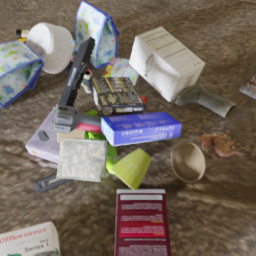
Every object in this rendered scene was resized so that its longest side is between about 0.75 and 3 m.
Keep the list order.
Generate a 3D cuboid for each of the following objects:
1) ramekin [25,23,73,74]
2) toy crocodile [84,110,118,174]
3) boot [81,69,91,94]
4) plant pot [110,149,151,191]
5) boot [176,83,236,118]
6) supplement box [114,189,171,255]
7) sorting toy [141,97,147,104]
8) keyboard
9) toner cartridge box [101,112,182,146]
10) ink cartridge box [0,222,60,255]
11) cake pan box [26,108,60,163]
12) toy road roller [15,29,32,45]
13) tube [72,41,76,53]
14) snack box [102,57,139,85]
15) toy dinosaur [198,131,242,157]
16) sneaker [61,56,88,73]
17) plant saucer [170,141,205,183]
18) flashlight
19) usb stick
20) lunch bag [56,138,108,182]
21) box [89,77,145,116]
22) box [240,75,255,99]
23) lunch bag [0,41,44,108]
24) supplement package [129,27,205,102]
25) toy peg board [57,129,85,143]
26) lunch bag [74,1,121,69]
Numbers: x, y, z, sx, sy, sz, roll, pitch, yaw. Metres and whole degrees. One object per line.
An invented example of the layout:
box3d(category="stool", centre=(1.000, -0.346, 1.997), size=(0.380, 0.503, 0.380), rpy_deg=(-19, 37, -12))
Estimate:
box3d(category="ramekin", centre=(-3.846, -3.843, 13.357), size=(2.296, 2.296, 1.205), rpy_deg=(38, 17, 30))
box3d(category="toy crocodile", centre=(-0.959, 0.513, 10.007), size=(0.756, 0.827, 2.450), rpy_deg=(-25, 78, -40))
box3d(category="boot", centre=(-1.963, -2.367, 13.003), size=(0.496, 1.038, 1.374), rpy_deg=(-19, 50, -16))
box3d(category="plant pot", centre=(0.189, 1.185, 8.501), size=(0.993, 0.993, 1.062), rpy_deg=(38, 83, 30))
box3d(category="boot", centre=(3.352, -1.043, 12.108), size=(1.856, 0.741, 2.041), rpy_deg=(-33, 62, -24))
box3d(category="supplement box", centre=(0.398, 3.165, 7.973), size=(1.528, 0.855, 2.808), rpy_deg=(0, 45, 1))
box3d(category="sorting toy", centre=(-0.055, -0.957, 11.954), size=(1.862, 0.646, 0.641), rpy_deg=(0, 76, -14))
box3d(category="keyboard", centre=(-1.860, -1.821, 10.219), size=(0.384, 1.798, 2.995), rpy_deg=(20, 87, -25))
box3d(category="toner cartridge box", centre=(0.420, -0.006, 9.024), size=(2.346, 0.506, 1.114), rpy_deg=(-6, 25, -22))
box3d(category="ink cartridge box", centre=(-2.619, 3.814, 7.357), size=(1.622, 0.936, 2.220), rpy_deg=(-12, 48, -11))
box3d(category="cake pan box", centre=(-2.266, 0.351, 10.758), size=(2.394, 0.626, 2.205), rpy_deg=(14, 51, 10))
box3d(category="toy road roller", centre=(-5.365, -4.475, 15.155), size=(1.025, 1.218, 1.668), rpy_deg=(-2, 84, -2))
box3d(category="tube", centre=(-2.688, -4.686, 15.572), size=(2.023, 0.510, 0.783), rpy_deg=(-33, 59, -20))
box3d(category="snack box", centre=(-0.304, -2.584, 13.491), size=(1.496, 0.600, 1.773), rpy_deg=(13, 50, 9))
box3d(category="toy dinosaur", centre=(3.378, 0.691, 10.484), size=(1.084, 0.687, 1.600), rpy_deg=(-39, 70, -22))
box3d(category="sneaker", centre=(-3.163, -3.284, 14.048), size=(2.391, 0.839, 0.981), rpy_deg=(11, 33, -3))
box3d(category="plant saucer", centre=(2.040, 1.139, 9.507), size=(0.210, 1.425, 1.425), rpy_deg=(-5, 41, -41))
box3d(category="flashlight", centre=(-1.134, 0.045, 9.451), size=(2.809, 0.954, 0.951), rpy_deg=(10, 54, -24))
box3d(category="usb stick", centre=(-2.389, 1.750, 9.617), size=(1.643, 0.456, 0.268), rpy_deg=(-20, 10, -18))
box3d(category="lunch bag", centre=(-1.362, 1.008, 9.009), size=(1.603, 0.942, 1.314), rpy_deg=(4, 86, 23))
box3d(category="box", centre=(-0.452, -1.222, 10.342), size=(1.610, 0.491, 1.998), rpy_deg=(-3, 40, -21))
box3d(category="box", centre=(6.155, -1.750, 12.877), size=(1.209, 0.382, 1.533), rpy_deg=(-36, 57, -29))
box3d(category="lunch bag", centre=(-5.368, -2.626, 12.594), size=(2.696, 1.718, 2.293), rpy_deg=(-44, 60, -10))
box3d(category="supplement package", centre=(1.659, -2.886, 12.593), size=(1.658, 1.652, 2.827), rpy_deg=(-30, 65, -29))
box3d(category="toy peg board", centre=(-2.013, 0.013, 9.874), size=(0.923, 0.927, 0.454), rpy_deg=(0, 23, -18))
box3d(category="lunch bag", centre=(-1.607, -4.740, 14.105), size=(1.654, 2.596, 2.207), rpy_deg=(-29, 53, -28))
